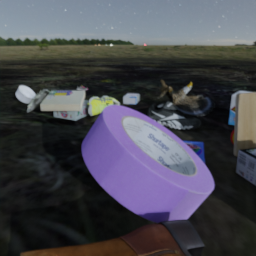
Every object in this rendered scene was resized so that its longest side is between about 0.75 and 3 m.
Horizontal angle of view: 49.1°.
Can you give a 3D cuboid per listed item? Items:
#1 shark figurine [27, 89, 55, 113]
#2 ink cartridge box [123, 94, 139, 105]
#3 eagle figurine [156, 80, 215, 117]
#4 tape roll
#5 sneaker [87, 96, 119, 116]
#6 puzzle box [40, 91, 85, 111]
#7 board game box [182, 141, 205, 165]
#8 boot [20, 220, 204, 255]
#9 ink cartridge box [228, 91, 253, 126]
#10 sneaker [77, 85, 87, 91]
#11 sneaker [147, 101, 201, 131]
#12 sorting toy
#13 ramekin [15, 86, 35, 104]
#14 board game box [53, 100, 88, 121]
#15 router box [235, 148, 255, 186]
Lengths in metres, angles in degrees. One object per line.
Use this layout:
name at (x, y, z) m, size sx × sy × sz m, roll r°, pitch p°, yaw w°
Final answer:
shark figurine at (-4.174, -1.455, 13.884) m, size 1.901 × 0.793 × 1.136 m, roll -33°, pitch 29°, yaw 34°
ink cartridge box at (0.196, -1.654, 15.981) m, size 0.733 × 0.427 × 1.014 m, roll 5°, pitch 19°, yaw 15°
eagle figurine at (2.774, -1.397, 13.893) m, size 2.484 × 1.885 × 1.875 m, roll 29°, pitch -33°, yaw -19°
tape roll at (0.433, 0.680, 6.042) m, size 2.788 × 0.915 × 2.788 m, roll 31°, pitch 18°, yaw -11°
sneaker at (-1.211, -1.130, 13.741) m, size 0.876 × 0.864 × 2.293 m, roll 8°, pitch 22°, yaw 24°
puzzle box at (-2.995, -1.325, 13.307) m, size 1.750 × 0.334 × 2.631 m, roll -1°, pitch 20°, yaw -3°
board game box at (1.121, 0.832, 8.359) m, size 2.199 × 0.492 × 1.478 m, roll 4°, pitch 19°, yaw 12°
boot at (-0.047, 2.222, 3.330) m, size 2.681 × 0.918 × 2.524 m, roll -7°, pitch 33°, yaw -15°
ink cartridge box at (5.373, -0.736, 11.796) m, size 1.789 × 1.312 × 1.306 m, roll 13°, pitch 22°, yaw 33°
sneaker at (-3.234, -2.835, 19.665) m, size 0.818 × 0.358 × 0.302 m, roll 6°, pitch 19°, yaw 17°
sneaker at (1.843, -0.539, 11.597) m, size 2.359 × 1.067 × 0.784 m, roll 9°, pitch 21°, yaw 24°
sorting toy at (4.224, -0.190, 9.141) m, size 1.983 × 1.995 × 0.694 m, roll -5°, pitch 12°, yaw -15°
ramekin at (-5.648, -1.800, 15.372) m, size 1.015 × 0.495 × 1.015 m, roll 37°, pitch 22°, yaw -18°
board game box at (-2.563, -0.915, 13.510) m, size 1.275 × 0.555 × 1.728 m, roll 10°, pitch 21°, yaw 23°
router box at (4.445, 1.249, 6.653) m, size 2.214 × 0.758 × 2.968 m, roll -5°, pitch 19°, yaw -16°
